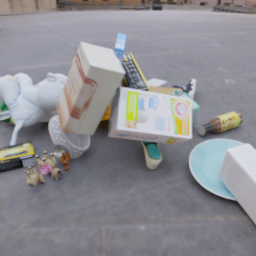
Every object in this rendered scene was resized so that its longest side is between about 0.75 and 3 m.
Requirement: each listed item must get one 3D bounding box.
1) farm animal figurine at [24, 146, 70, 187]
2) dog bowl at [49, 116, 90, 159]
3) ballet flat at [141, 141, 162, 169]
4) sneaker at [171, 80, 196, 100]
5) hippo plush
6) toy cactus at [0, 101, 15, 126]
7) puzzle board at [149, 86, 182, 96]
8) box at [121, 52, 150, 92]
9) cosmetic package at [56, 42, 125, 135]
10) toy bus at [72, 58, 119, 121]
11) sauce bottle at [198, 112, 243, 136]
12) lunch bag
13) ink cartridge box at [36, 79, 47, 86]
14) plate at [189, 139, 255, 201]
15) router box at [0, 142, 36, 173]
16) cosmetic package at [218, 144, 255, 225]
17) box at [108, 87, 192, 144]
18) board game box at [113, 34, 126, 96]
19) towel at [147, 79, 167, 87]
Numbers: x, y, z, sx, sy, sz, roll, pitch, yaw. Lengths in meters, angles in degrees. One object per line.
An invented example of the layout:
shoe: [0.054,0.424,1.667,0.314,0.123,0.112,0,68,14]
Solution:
farm animal figurine: [-2.434,1.256,8.546,1.440,0.751,1.424,-22,23,-22]
dog bowl: [-1.886,0.204,9.311,0.466,1.589,1.589,-29,21,21]
ballet flat: [0.759,0.687,9.551,0.642,0.642,1.849,-1,35,-1]
sneaker: [2.748,-1.939,14.075,1.174,0.779,2.063,9,33,11]
hippo plush: [-3.373,-1.300,10.434,2.395,2.373,2.979,-27,13,23]
toy cactus: [-5.146,-0.759,11.754,1.916,1.188,2.323,-22,52,-10]
puzzle board: [1.439,-0.969,12.303,1.843,0.213,2.446,7,48,3]
box: [0.239,-1.355,10.992,0.664,2.147,2.689,-11,42,-7]
cosmetic package: [-1.176,-1.049,8.069,1.040,2.384,1.232,7,40,-32]
toy bus: [-1.348,-1.470,10.887,1.806,2.661,2.555,-9,17,5]
sauce bottle: [3.631,-0.133,11.070,1.990,0.644,0.644,-18,34,-25]
lunch bag: [2.176,-0.752,11.231,0.797,1.114,1.308,-22,49,-16]
ink cartridge box: [-3.725,-2.112,14.545,1.432,0.653,1.738,11,32,16]
plate: [3.107,1.271,8.565,2.506,0.320,2.506,0,39,0]
router box: [-3.817,0.966,9.349,1.316,0.344,1.035,-12,32,-21]
cosmetic package: [3.307,1.553,7.124,0.811,1.113,2.190,-14,44,-17]
box: [0.669,-0.298,8.575,2.313,1.301,1.172,8,-14,-15]
board game box: [-0.411,-2.133,9.677,0.331,1.810,1.369,10,37,-4]
towel: [1.340,-2.148,14.786,0.993,0.513,1.200,21,37,35]
